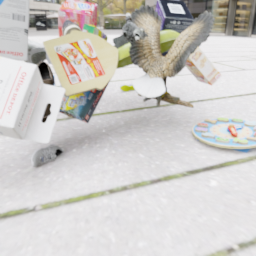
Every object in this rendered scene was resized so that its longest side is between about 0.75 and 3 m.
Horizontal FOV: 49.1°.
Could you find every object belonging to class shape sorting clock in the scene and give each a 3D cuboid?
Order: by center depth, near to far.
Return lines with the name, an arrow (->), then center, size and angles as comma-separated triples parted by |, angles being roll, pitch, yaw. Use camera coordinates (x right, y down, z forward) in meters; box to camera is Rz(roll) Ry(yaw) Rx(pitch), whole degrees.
shape sorting clock -> 3.741, 0.108, 10.240 | 2.750, 0.540, 2.750 | 0, 23, 0

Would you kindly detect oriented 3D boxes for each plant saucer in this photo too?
plant saucer -> 0.543, -2.796, 9.988 | 2.952, 0.459, 2.952 | -20, 5, 2

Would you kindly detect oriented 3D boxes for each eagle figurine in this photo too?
eagle figurine -> 0.997, -2.057, 7.910 | 2.038, 2.686, 2.027 | 0, 22, -27

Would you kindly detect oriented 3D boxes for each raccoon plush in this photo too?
raccoon plush -> 0.177, -2.488, 6.816 | 0.567, 0.846, 0.410 | -8, -5, 30

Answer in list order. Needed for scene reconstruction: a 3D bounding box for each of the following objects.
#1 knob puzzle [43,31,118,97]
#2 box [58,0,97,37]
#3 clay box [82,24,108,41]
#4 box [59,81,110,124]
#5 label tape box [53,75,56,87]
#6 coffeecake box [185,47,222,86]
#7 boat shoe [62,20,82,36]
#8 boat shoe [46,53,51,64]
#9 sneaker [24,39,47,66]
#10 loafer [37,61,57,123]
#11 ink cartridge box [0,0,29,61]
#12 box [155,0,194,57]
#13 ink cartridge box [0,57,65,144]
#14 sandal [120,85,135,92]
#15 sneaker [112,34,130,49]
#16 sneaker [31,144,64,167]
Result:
knob puzzle -> -1.280, -2.055, 8.662 | 2.336, 2.336, 0.324 | -8, -16, -19
box -> -2.239, -3.968, 12.563 | 1.403, 2.938, 1.465 | 10, 41, 0
clay box -> -1.413, -3.417, 11.651 | 0.516, 1.245, 2.168 | 16, 9, 7
box -> -1.508, -1.321, 9.271 | 1.412, 2.068, 0.390 | 21, -15, 19
label tape box -> -4.789, -2.030, 14.777 | 1.923, 0.887, 2.684 | -7, 26, -13
coffeecake box -> 2.582, -2.333, 10.355 | 0.546, 1.494, 1.147 | -46, 21, 4
boat shoe -> -1.779, -2.822, 10.054 | 0.831, 2.288, 0.718 | -27, 57, -8
boat shoe -> -2.713, -2.831, 10.778 | 0.551, 0.560, 1.552 | -18, 6, -33
sneaker -> -4.215, -3.302, 11.007 | 1.417, 1.111, 2.852 | 52, 18, 11
loafer -> -2.701, -1.124, 8.683 | 0.861, 0.841, 2.358 | -8, 58, -11
ink cartridge box -> -4.027, -3.219, 8.953 | 1.439, 1.971, 0.831 | -6, 21, -44
box -> 1.783, -4.100, 12.396 | 1.268, 2.430, 1.798 | 2, 46, -10
ink cartridge box -> -3.253, -0.794, 6.872 | 2.996, 1.755, 1.009 | 12, -20, -2
sandal -> -0.022, -2.293, 16.015 | 1.058, 0.421, 0.461 | -5, 17, -30
sneaker -> -0.077, -3.641, 12.368 | 1.107, 0.927, 2.440 | -29, 38, 18
sneaker -> -2.484, 0.836, 8.652 | 0.514, 0.468, 1.253 | 10, 25, 22
